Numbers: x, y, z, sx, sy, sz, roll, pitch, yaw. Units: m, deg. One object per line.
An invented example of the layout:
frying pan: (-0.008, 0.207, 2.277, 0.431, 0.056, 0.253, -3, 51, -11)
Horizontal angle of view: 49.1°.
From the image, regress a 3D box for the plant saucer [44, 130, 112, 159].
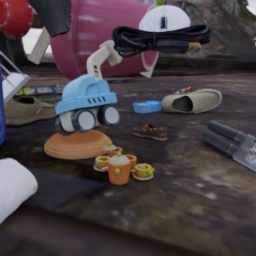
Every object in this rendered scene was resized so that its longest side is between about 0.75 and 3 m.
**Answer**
plant saucer: (-1.279, 0.363, 7.235, 1.737, 0.325, 1.737, 0, 15, 0)

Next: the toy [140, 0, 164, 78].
toy: (0.615, -3.408, 10.454, 0.637, 2.697, 1.553, 24, 6, 41)

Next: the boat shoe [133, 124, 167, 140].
boat shoe: (0.633, 0.068, 8.211, 1.150, 0.404, 0.405, 8, 19, 33)

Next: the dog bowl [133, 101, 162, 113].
dog bowl: (0.845, -0.885, 11.947, 1.401, 0.347, 0.781, -11, 18, -37)

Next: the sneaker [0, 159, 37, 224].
sneaker: (-2.543, 0.901, 4.517, 2.075, 0.765, 1.199, 13, 16, 12)

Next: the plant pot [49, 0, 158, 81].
plant pot: (-0.415, -2.265, 7.067, 2.144, 2.396, 2.396, 10, 17, 19)

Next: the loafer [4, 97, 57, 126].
loafer: (-3.454, -0.724, 10.229, 1.005, 0.892, 2.645, 5, 15, 18)

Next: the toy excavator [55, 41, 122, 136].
toy excavator: (-0.535, -0.644, 4.248, 1.297, 1.333, 0.666, -15, 4, -39)

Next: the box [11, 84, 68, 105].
box: (-3.441, -1.209, 11.554, 2.528, 0.439, 1.391, -7, -21, -27)

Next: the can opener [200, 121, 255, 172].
can opener: (2.670, 0.466, 6.680, 0.818, 0.652, 2.445, 30, 5, -19)

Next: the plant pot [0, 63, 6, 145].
plant pot: (-4.344, -0.532, 5.857, 2.895, 2.895, 2.603, -2, 20, -15)

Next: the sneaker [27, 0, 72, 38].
sneaker: (-1.326, -2.269, 5.338, 0.638, 0.907, 1.707, -15, 24, 20)

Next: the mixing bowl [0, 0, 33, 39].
mixing bowl: (-3.533, -3.363, 8.308, 1.301, 1.301, 0.705, 9, 13, 32)

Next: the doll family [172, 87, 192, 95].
doll family: (3.050, -1.802, 15.307, 0.838, 0.609, 1.351, -12, 0, -16)

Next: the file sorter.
file sorter: (-5.008, -1.483, 9.780, 1.621, 1.455, 2.336, 17, 62, 47)

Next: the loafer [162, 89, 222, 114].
loafer: (2.668, -1.002, 11.445, 2.478, 0.937, 0.846, -10, 16, 0)

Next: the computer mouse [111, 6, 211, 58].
computer mouse: (0.594, -1.785, 4.887, 1.392, 0.557, 2.539, -2, 27, 9)

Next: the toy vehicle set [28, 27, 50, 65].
toy vehicle set: (-2.720, -3.601, 9.980, 0.364, 2.745, 1.706, 27, 9, -20)

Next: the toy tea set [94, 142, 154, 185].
toy tea set: (-0.198, 0.612, 5.752, 0.934, 0.581, 1.570, -9, 17, -31)
